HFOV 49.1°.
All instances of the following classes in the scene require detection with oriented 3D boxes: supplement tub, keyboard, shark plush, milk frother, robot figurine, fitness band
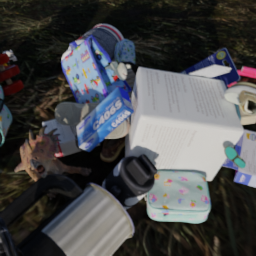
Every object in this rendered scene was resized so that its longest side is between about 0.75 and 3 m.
[{"bbox_3d":[-1.347,-2.946,11.329,1.747,1.747,2.490,18,46,18],"label":"supplement tub"},{"bbox_3d":[1.907,-1.478,8.165,0.628,2.232,0.119,9,81,-28],"label":"keyboard"},{"bbox_3d":[-0.381,-1.548,7.440,1.028,0.428,0.467,23,15,39],"label":"shark plush"},{"bbox_3d":[-1.149,2.050,5.182,2.461,2.616,2.361,-40,100,-34],"label":"milk frother"},{"bbox_3d":[0.021,1.354,6.866,1.214,1.616,1.008,18,41,-27],"label":"robot figurine"},{"bbox_3d":[4.938,-1.838,11.158,2.050,0.384,1.472,19,47,20],"label":"fitness band"}]

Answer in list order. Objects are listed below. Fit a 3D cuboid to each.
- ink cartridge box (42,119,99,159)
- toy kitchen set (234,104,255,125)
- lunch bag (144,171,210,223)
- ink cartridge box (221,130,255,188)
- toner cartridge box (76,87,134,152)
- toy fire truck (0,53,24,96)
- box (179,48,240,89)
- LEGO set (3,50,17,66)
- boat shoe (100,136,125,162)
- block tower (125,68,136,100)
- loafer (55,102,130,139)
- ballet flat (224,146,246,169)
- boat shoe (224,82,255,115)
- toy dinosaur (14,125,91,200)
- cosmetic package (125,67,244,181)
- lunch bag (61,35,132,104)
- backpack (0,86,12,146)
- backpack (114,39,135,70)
[{"bbox_3d":[-1.771,0.194,8.770,1.556,0.649,1.130,-16,47,-13],"label":"ink cartridge box"},{"bbox_3d":[2.977,-0.314,7.971,0.894,1.517,1.215,-3,56,11],"label":"toy kitchen set"},{"bbox_3d":[1.216,1.765,7.140,1.618,0.624,1.298,2,45,2],"label":"lunch bag"},{"bbox_3d":[4.177,1.017,7.953,2.929,0.615,1.748,16,47,15],"label":"ink cartridge box"},{"bbox_3d":[-0.606,-0.197,6.867,1.618,0.349,0.768,-41,40,22],"label":"toner cartridge box"},{"bbox_3d":[-5.385,-1.728,10.527,2.118,1.414,2.522,6,37,42],"label":"toy fire truck"},{"bbox_3d":[2.237,-1.376,9.367,2.762,0.448,1.673,-27,45,25],"label":"box"},{"bbox_3d":[-5.849,-2.922,11.978,2.007,0.824,0.766,-19,47,-19],"label":"LEGO set"},{"bbox_3d":[-0.338,0.242,8.742,0.646,0.644,1.790,18,46,18],"label":"boat shoe"},{"bbox_3d":[0.265,-1.142,10.065,0.711,0.761,2.632,-20,44,-8],"label":"block tower"},{"bbox_3d":[-0.938,-0.275,7.903,2.486,0.894,0.782,13,5,30],"label":"loafer"},{"bbox_3d":[2.498,0.673,6.668,0.282,0.761,0.282,-38,18,15],"label":"ballet flat"},{"bbox_3d":[2.821,-0.633,6.446,0.566,0.618,1.654,-51,26,-10],"label":"boat shoe"},{"bbox_3d":[-2.248,0.738,7.074,2.755,1.867,1.182,5,46,45],"label":"toy dinosaur"},{"bbox_3d":[1.313,-0.084,7.730,2.527,2.102,2.114,8,43,-6],"label":"cosmetic package"},{"bbox_3d":[-1.158,-1.562,8.297,1.564,2.078,0.977,-21,14,48],"label":"lunch bag"},{"bbox_3d":[-4.723,-0.506,8.188,2.279,2.592,1.987,-10,37,-1],"label":"backpack"},{"bbox_3d":[-0.122,-2.889,10.942,0.883,0.832,1.083,2,72,-30],"label":"backpack"}]
